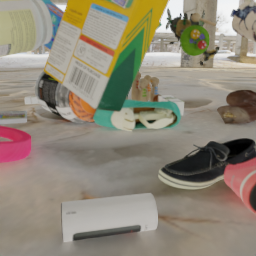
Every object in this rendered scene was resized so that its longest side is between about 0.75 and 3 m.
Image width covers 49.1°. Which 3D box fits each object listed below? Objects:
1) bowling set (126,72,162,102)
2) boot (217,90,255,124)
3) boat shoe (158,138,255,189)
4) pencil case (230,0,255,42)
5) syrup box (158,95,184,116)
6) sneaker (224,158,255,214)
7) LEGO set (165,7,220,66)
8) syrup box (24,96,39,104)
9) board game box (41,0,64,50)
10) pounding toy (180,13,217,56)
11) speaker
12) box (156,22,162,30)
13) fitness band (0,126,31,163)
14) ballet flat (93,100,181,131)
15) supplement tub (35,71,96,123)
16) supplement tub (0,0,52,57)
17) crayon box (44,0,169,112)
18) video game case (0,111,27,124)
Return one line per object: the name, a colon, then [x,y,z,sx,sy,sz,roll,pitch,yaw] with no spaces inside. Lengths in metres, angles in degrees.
bowling set: [0.901,-1.834,12.850,1.945,1.500,2.795,10,18,33]
boot: [4.027,-0.781,10.501,2.658,0.854,2.477,-15,19,-32]
boat shoe: [1.580,0.623,5.365,2.256,0.702,0.842,-8,19,-22]
pencil case: [4.588,-3.308,9.050,1.097,1.261,2.819,-25,40,-7]
syrup box: [1.678,-0.908,11.190,0.563,0.582,1.429,-3,16,-12]
sneaker: [2.747,0.689,4.711,2.463,0.908,1.068,-5,15,-17]
LEGO set: [1.902,-2.863,8.658,1.316,2.026,0.574,-22,4,19]
syrup box: [-4.418,-1.306,13.147,0.806,0.328,0.317,-5,16,-17]
board game box: [-2.468,-3.245,9.068,1.858,1.413,0.418,35,51,-9]
pounding toy: [1.907,-2.480,7.529,0.814,1.055,0.490,22,10,-9]
speaker: [-0.246,1.167,3.717,1.234,0.501,0.501,-3,15,-13]
box: [0.219,-1.857,5.798,0.629,0.259,1.073,-26,17,49]
fitness band: [-3.655,0.323,6.210,2.863,0.536,2.056,3,11,-32]
ballet flat: [0.330,-0.354,8.655,2.793,0.940,0.983,-4,30,-9]
supplement tub: [-1.963,-1.209,9.939,1.837,1.837,2.998,-11,19,-34]
supplement tub: [-2.633,-2.205,6.065,1.205,1.205,1.662,14,31,43]
crayon box: [-0.380,-1.954,5.137,1.786,2.841,0.733,36,20,34]
video game case: [-4.439,-0.370,10.009,1.560,0.172,1.420,-4,16,-18]
